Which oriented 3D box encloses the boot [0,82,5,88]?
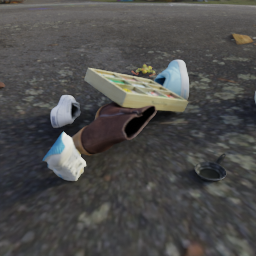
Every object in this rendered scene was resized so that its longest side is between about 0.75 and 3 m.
[{"bbox_3d":[-5.242,-1.524,10.158,1.168,0.423,0.972,12,19,23],"label":"boot"}]

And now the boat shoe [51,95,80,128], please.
[{"bbox_3d":[-1.575,-0.455,7.586,0.578,0.651,1.770,-5,26,3],"label":"boat shoe"}]

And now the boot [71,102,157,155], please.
[{"bbox_3d":[-0.083,-0.142,6.210,1.893,0.824,2.276,-16,18,41],"label":"boot"}]

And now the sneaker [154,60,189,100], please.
[{"bbox_3d":[1.460,-1.813,9.945,1.080,0.974,2.636,4,28,0],"label":"sneaker"}]

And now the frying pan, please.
[{"bbox_3d":[1.752,0.819,5.960,0.622,0.167,1.028,9,28,14],"label":"frying pan"}]

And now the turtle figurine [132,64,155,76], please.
[{"bbox_3d":[0.690,-2.469,11.817,1.002,0.323,0.808,5,29,10],"label":"turtle figurine"}]

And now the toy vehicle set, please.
[{"bbox_3d":[0.302,-1.024,7.819,2.643,0.350,1.642,0,30,-47],"label":"toy vehicle set"}]

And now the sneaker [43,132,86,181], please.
[{"bbox_3d":[-1.092,0.572,5.083,0.654,1.618,0.619,33,71,2],"label":"sneaker"}]
